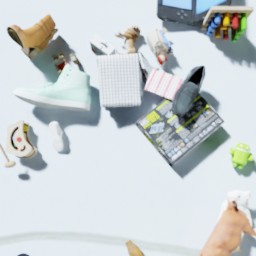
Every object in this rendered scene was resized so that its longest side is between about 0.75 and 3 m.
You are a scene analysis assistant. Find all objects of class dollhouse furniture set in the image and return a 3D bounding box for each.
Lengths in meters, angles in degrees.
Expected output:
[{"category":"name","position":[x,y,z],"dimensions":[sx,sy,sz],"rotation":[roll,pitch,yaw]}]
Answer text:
[{"category":"dollhouse furniture set","position":[-2.396,-2.487,10.958],"dimensions":[0.937,0.488,0.947],"rotation":[-25,77,6]}]

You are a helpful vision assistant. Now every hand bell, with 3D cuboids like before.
[{"category":"hand bell","position":[0.683,4.773,8.935],"dimensions":[1.341,1.341,2.576],"rotation":[-34,67,-8]}]

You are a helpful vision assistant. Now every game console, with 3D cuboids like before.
[{"category":"game console","position":[2.530,-5.725,11.016],"dimensions":[2.488,1.647,2.829],"rotation":[7,76,-7]}]

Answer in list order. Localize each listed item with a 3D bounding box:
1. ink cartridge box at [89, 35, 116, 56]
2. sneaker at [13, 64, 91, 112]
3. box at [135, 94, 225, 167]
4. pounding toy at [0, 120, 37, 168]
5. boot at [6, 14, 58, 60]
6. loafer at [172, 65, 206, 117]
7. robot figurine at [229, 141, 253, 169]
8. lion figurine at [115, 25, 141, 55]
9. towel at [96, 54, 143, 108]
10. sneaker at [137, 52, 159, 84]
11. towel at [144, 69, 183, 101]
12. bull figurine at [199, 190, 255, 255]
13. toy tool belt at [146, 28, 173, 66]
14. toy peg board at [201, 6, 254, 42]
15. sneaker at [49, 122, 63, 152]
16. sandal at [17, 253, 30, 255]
[{"category":"ink cartridge box","position":[-0.974,-3.044,10.883],"dimensions":[0.987,0.712,0.413],"rotation":[38,78,9]},{"category":"sneaker","position":[-2.717,-1.566,10.365],"dimensions":[2.735,1.007,1.613],"rotation":[7,81,-8]},{"category":"box","position":[1.883,-0.159,10.266],"dimensions":[2.541,0.563,2.036],"rotation":[-39,79,-9]},{"category":"pounding toy","position":[-3.844,0.540,9.834],"dimensions":[0.971,0.974,1.698],"rotation":[-4,76,7]},{"category":"boot","position":[-3.419,-3.574,10.255],"dimensions":[0.798,2.165,1.675],"rotation":[41,82,2]},{"category":"loafer","position":[2.136,-1.335,9.824],"dimensions":[0.708,0.732,2.086],"rotation":[30,72,-4]},{"category":"robot figurine","position":[3.971,0.948,9.914],"dimensions":[0.824,0.543,0.939],"rotation":[18,95,7]},{"category":"lion figurine","position":[0.036,-3.273,11.040],"dimensions":[0.998,0.590,1.629],"rotation":[1,88,-29]},{"category":"towel","position":[-0.321,-1.696,10.377],"dimensions":[1.599,0.826,1.931],"rotation":[-5,91,-10]},{"category":"sneaker","position":[0.811,-2.372,10.905],"dimensions":[0.766,0.497,1.326],"rotation":[-12,78,-15]},{"category":"towel","position":[1.317,-1.575,10.366],"dimensions":[1.281,0.192,0.937],"rotation":[22,74,15]},{"category":"bull figurine","position":[3.485,3.461,9.180],"dimensions":[1.707,0.916,2.812],"rotation":[34,82,8]},{"category":"toy tool belt","position":[1.355,-3.190,10.828],"dimensions":[0.887,0.901,1.443],"rotation":[-24,71,-2]},{"category":"toy peg board","position":[3.735,-3.878,10.695],"dimensions":[1.522,1.528,0.747],"rotation":[0,82,0]},{"category":"sneaker","position":[-2.543,0.315,10.253],"dimensions":[0.418,0.492,1.111],"rotation":[-6,100,15]},{"category":"sandal","position":[-2.689,4.912,9.045],"dimensions":[2.529,0.541,0.962],"rotation":[18,77,4]}]
